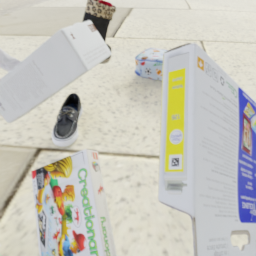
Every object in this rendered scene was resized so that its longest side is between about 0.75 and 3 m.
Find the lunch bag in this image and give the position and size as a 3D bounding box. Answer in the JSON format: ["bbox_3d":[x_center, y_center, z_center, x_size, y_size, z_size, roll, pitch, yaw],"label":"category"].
[{"bbox_3d":[1.817,-2.955,13.032,2.726,1.030,2.184,19,37,26],"label":"lunch bag"}]

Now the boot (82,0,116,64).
[{"bbox_3d":[-0.938,-3.105,9.094,0.921,1.895,2.516,27,25,11],"label":"boot"}]

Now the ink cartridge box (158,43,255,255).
[{"bbox_3d":[1.215,0.496,3.629,0.551,2.345,2.317,-6,-19,40],"label":"ink cartridge box"}]

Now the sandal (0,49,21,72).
[{"bbox_3d":[-3.695,-1.847,7.969,1.808,0.518,0.693,33,44,-13],"label":"sandal"}]

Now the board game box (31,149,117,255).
[{"bbox_3d":[-0.670,1.128,3.345,0.972,0.267,1.540,-23,68,26],"label":"board game box"}]

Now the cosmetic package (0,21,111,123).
[{"bbox_3d":[-1.443,-0.976,5.072,2.126,0.787,1.081,-24,17,30],"label":"cosmetic package"}]

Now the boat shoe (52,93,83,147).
[{"bbox_3d":[-2.009,-0.393,9.451,0.872,0.826,2.495,3,35,5],"label":"boat shoe"}]
